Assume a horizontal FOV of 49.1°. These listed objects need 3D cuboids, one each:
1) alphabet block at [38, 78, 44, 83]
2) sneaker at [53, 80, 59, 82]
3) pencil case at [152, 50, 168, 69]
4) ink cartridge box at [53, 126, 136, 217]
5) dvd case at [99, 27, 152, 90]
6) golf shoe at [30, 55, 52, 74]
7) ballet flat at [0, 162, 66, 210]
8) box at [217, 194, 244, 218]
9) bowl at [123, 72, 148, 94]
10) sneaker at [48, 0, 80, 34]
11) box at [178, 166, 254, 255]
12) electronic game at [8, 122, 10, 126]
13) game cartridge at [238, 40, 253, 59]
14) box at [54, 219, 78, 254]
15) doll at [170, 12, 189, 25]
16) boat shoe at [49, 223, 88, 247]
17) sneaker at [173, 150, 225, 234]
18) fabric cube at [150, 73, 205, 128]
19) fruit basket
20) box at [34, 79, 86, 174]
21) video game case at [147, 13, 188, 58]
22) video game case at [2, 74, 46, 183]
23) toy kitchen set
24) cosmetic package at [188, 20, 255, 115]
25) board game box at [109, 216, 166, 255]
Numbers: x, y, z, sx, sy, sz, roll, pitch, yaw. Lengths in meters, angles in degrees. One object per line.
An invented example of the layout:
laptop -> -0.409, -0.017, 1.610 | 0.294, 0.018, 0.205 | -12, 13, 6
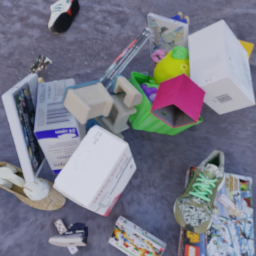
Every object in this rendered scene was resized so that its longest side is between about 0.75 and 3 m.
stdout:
alphabet block -> -3.334, -1.236, 9.904 | 0.749, 0.753, 0.767 | -11, 33, 3
sneaker -> -2.311, -1.080, 9.306 | 0.613, 1.677, 0.938 | 1, 47, -7
pencil case -> 1.145, -2.032, 9.587 | 0.623, 1.440, 0.596 | -18, 63, -1
ink cartridge box -> -0.703, 1.233, 7.211 | 0.976, 2.358, 1.728 | 29, 75, 16
dvd case -> -0.444, -1.761, 8.603 | 0.289, 1.920, 2.629 | 41, 77, -12
golf shoe -> -3.377, -2.292, 10.698 | 0.501, 1.137, 0.439 | 12, 58, -42
ballet flat -> -3.019, 1.673, 8.141 | 2.515, 0.821, 0.887 | 18, 64, 11
box -> 2.713, 2.071, 7.389 | 0.764, 0.158, 0.148 | 42, 51, 2
bowl -> 0.311, -1.378, 9.639 | 1.119, 0.585, 1.119 | -26, 22, 12
sneaker -> -3.093, -5.028, 12.558 | 1.088, 0.819, 2.327 | 8, 57, 23
box -> 2.448, 2.515, 7.765 | 1.849, 0.539, 2.701 | 11, 58, 5
electronic game -> -3.139, 0.138, 8.089 | 0.230, 1.103, 1.103 | -31, 62, -27
game cartridge -> 4.263, -3.187, 11.621 | 1.552, 0.252, 1.368 | 21, 60, 16
box -> -1.706, 2.978, 7.686 | 0.189, 0.203, 0.979 | -31, 62, -18
doll -> 1.764, -4.322, 12.173 | 2.034, 0.493, 1.388 | -36, 62, -21
boat shoe -> -1.467, 2.679, 7.057 | 1.074, 0.401, 0.498 | -8, 48, 20
sneaker -> 1.852, 1.426, 6.988 | 0.986, 1.137, 2.565 | 18, 38, 19
fabric cube -> 1.284, -0.671, 7.270 | 0.924, 0.941, 0.938 | 32, 64, -26
fruit basket -> 1.279, -1.117, 8.580 | 2.619, 2.619, 1.889 | -18, 56, -11
box -> -1.780, 0.000, 7.721 | 1.032, 1.967, 1.809 | -9, 49, -3
video game case -> 1.294, -2.802, 9.216 | 1.487, 1.632, 0.180 | 31, 60, 31
video game case -> -2.528, -0.082, 7.332 | 0.263, 2.255, 2.050 | -5, 24, 1
toy kitchen set -> -1.104, -0.355, 7.914 | 2.081, 2.597, 1.530 | -22, 60, -40
cosmetic package -> 2.700, -1.671, 8.111 | 1.146, 1.859, 1.865 | -18, 60, 37
board game box -> 0.214, 2.989, 7.266 | 1.365, 0.861, 0.236 | 27, 28, 15
